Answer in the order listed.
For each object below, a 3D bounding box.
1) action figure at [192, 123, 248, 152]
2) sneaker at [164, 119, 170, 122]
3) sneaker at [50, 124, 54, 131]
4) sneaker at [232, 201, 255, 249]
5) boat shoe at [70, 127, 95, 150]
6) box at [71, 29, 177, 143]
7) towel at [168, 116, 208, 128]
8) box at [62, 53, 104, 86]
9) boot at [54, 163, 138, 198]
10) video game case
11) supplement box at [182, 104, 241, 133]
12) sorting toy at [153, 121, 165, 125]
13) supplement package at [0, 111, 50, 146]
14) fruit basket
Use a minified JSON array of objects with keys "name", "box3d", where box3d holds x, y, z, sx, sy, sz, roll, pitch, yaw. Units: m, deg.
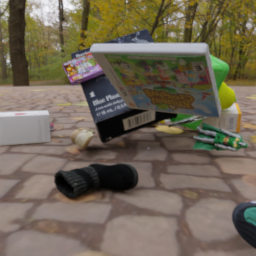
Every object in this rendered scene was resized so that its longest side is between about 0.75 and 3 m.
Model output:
[{"name":"action figure","box3d":[2.658,0.338,8.026,1.523,0.899,0.416,14,-12,38]},{"name":"sneaker","box3d":[2.074,-0.558,14.001,1.150,0.497,0.462,0,10,4]},{"name":"sneaker","box3d":[-3.485,0.016,11.733,0.774,0.289,0.312,-11,16,-41]},{"name":"sneaker","box3d":[2.485,1.460,4.067,2.053,0.764,0.899,12,3,6]},{"name":"boat shoe","box3d":[-1.428,0.233,8.667,0.597,0.659,1.849,30,-4,-6]},{"name":"box","box3d":[-0.124,-1.470,9.801,2.897,2.946,1.730,-20,-26,-5]},{"name":"towel","box3d":[1.905,-0.242,8.905,1.000,0.179,1.039,-14,0,39]},{"name":"box","box3d":[-1.399,-1.921,8.956,1.201,0.821,0.235,-25,-22,-12]},{"name":"boot","box3d":[-0.664,1.086,5.764,1.513,0.569,1.131,-4,0,37]},{"name":"video game case","box3d":[0.746,-1.089,6.838,2.724,0.300,2.479,9,-24,29]},{"name":"supplement box","box3d":[3.598,-0.498,12.298,2.380,0.875,1.500,3,22,14]},{"name":"sorting toy","box3d":[1.032,-0.198,13.088,1.516,0.203,1.130,-2,7,-11]},{"name":"supplement package","box3d":[-3.739,-0.028,10.096,1.729,1.036,1.049,-4,12,-19]},{"name":"fruit basket","box3d":[2.823,-1.477,11.135,3.102,3.102,2.238,-10,42,-40]}]
